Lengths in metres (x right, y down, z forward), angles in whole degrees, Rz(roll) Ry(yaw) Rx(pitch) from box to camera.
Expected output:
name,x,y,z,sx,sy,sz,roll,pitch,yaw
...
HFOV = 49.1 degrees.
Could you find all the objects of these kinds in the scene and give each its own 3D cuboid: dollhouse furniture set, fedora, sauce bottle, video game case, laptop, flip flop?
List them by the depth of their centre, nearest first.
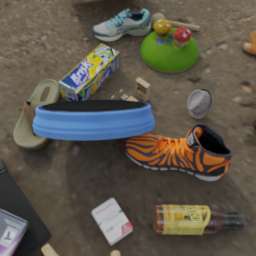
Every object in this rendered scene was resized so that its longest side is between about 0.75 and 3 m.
name,x,y,z,sx,sy,sz,roll,pitch,yaw
video game case,-3.233,2.492,4.659,1.949,0.259,2.728,22,63,5
laptop,-3.274,2.059,5.806,2.448,2.614,1.515,-35,106,-22
sauce bottle,1.508,1.992,6.079,1.921,0.634,0.634,1,56,-5
fedora,1.901,-0.699,7.708,0.390,0.863,0.763,13,30,-42
flip flop,-2.491,-0.500,7.715,1.008,0.715,2.485,7,56,5
dollhouse furniture set,0.146,-0.853,8.002,0.906,0.642,0.986,38,64,23

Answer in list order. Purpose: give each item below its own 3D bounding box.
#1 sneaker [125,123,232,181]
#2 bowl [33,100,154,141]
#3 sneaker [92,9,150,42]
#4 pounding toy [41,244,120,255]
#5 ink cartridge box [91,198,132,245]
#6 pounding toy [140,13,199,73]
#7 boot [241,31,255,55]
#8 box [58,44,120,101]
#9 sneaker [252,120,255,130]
name,x,y,z,sx,sy,sz,roll,pitch,yaw
sneaker,1.186,0.391,6.672,2.577,1.444,1.000,10,57,7
bowl,-0.782,-0.286,6.579,2.804,2.804,0.550,0,101,0
sneaker,-0.242,-3.668,9.682,2.112,0.912,0.820,-14,65,-8
pounding toy,-0.599,3.014,4.619,1.691,1.685,2.947,-36,31,-23
ink cartridge box,-0.361,2.068,6.210,0.588,0.343,0.808,-29,62,-18
pounding toy,1.447,-3.088,9.195,1.930,1.160,2.501,10,57,7
boot,4.408,-2.830,9.495,0.766,0.378,0.987,32,62,20
box,-1.133,-1.623,8.506,0.723,0.664,2.065,30,61,18
sneaker,4.702,-0.173,7.466,2.587,1.010,1.102,-23,66,-4
